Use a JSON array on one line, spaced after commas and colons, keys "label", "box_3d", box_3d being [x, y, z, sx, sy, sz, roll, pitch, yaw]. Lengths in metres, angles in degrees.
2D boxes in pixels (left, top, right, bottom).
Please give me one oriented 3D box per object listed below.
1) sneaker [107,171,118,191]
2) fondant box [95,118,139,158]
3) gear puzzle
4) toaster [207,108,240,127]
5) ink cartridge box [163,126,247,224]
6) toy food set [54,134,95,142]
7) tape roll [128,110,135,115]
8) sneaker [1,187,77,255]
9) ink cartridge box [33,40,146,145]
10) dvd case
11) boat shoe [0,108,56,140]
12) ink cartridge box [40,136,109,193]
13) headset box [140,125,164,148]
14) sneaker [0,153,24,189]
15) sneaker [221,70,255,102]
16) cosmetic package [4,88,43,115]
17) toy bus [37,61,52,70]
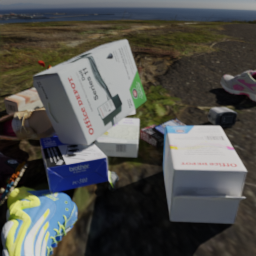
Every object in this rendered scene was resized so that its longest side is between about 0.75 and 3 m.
[{"label": "sneaker", "box_3d": [-0.412, 1.426, 7.650, 0.322, 0.294, 0.796, -2, 28, -10]}, {"label": "fondant box", "box_3d": [-0.327, 0.277, 9.612, 1.362, 0.550, 1.888, 2, 26, 3]}, {"label": "gear puzzle", "box_3d": [-2.678, 1.184, 6.467, 0.204, 0.807, 1.557, 36, 17, -15]}, {"label": "toaster", "box_3d": [3.692, -0.441, 10.949, 1.129, 0.642, 0.729, -6, 25, -15]}, {"label": "ink cartridge box", "box_3d": [1.711, 1.131, 6.847, 1.542, 1.502, 2.399, 1, 27, 2]}, {"label": "toy food set", "box_3d": [-2.156, 0.035, 10.252, 2.257, 0.453, 1.558, 14, 31, -1]}, {"label": "tape roll", "box_3d": [-0.686, -1.130, 10.958, 1.896, 1.302, 1.896, -3, 6, 0]}, {"label": "sneaker", "box_3d": [-1.679, 1.996, 5.655, 1.466, 1.057, 2.791, -9, 27, -18]}, {"label": "ink cartridge box", "box_3d": [-0.926, -1.037, 7.850, 1.152, 2.032, 2.772, 1, 30, 42]}, {"label": "dvd case", "box_3d": [1.677, 0.184, 9.452, 1.196, 0.147, 1.676, 37, 31, 22]}, {"label": "boat shoe", "box_3d": [-3.324, -0.051, 8.990, 2.779, 1.025, 0.961, -13, -6, 30]}, {"label": "ink cartridge box", "box_3d": [-1.610, 0.789, 7.681, 1.385, 0.651, 2.947, -8, 13, -19]}, {"label": "headset box", "box_3d": [0.942, 0.260, 9.844, 0.735, 0.371, 0.989, -20, 33, -34]}, {"label": "sneaker", "box_3d": [-3.522, 1.350, 7.150, 1.378, 0.903, 2.386, 8, 27, 9]}, {"label": "sneaker", "box_3d": [5.905, -2.266, 13.824, 1.188, 1.288, 2.920, -17, 32, -31]}, {"label": "cosmetic package", "box_3d": [-4.434, -1.136, 12.236, 0.841, 0.709, 1.626, 14, 30, 25]}, {"label": "toy bus", "box_3d": [-3.936, -2.496, 14.590, 1.837, 1.006, 1.947, 40, 12, 19]}]
